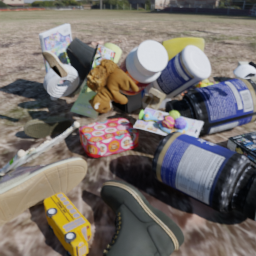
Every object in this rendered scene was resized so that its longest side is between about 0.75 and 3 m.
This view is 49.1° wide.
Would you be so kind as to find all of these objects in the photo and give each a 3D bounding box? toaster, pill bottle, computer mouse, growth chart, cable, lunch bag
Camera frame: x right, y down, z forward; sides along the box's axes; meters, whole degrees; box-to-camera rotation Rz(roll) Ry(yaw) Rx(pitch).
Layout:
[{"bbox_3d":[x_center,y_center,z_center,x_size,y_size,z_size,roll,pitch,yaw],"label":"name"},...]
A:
[{"bbox_3d":[-0.180,-1.585,12.073,0.918,1.547,1.399,-22,33,-28],"label":"toaster"},{"bbox_3d":[2.003,1.133,6.828,2.622,1.466,1.466,22,34,36],"label":"pill bottle"},{"bbox_3d":[3.492,-1.652,7.968,1.287,0.282,0.705,-18,50,-36],"label":"computer mouse"},{"bbox_3d":[0.400,-2.104,10.103,1.303,1.303,2.378,-11,-6,-21],"label":"pill bottle"},{"bbox_3d":[-2.437,0.583,7.838,1.785,0.219,2.467,-33,1,36],"label":"growth chart"},{"bbox_3d":[2.904,-0.659,9.819,2.991,1.673,1.673,-14,29,-6],"label":"pill bottle"},{"bbox_3d":[-2.686,-1.865,11.285,1.439,1.439,0.498,-28,64,-4],"label":"cable"},{"bbox_3d":[1.795,-1.921,10.676,1.336,1.336,2.405,-28,-3,-42],"label":"pill bottle"},{"bbox_3d":[-0.703,0.223,9.381,1.824,0.747,1.606,-12,30,-22],"label":"lunch bag"}]

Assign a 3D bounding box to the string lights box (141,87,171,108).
[{"bbox_3d":[1.181,-1.953,12.822,1.193,0.685,2.322,-1,49,-3],"label":"string lights box"}]

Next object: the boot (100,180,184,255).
[{"bbox_3d":[-0.211,2.060,5.797,1.564,0.876,2.261,-29,38,-35],"label":"boot"}]

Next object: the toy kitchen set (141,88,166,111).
[{"bbox_3d":[0.748,-1.024,10.239,0.738,0.904,0.816,34,12,21],"label":"toy kitchen set"}]

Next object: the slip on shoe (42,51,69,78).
[{"bbox_3d":[-2.310,-1.958,8.693,0.395,1.038,0.315,-34,12,46],"label":"slip on shoe"}]

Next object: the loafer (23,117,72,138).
[{"bbox_3d":[-2.927,-0.059,10.134,1.717,0.653,0.579,-6,25,-33],"label":"loafer"}]

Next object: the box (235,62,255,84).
[{"bbox_3d":[6.320,-2.588,14.520,0.910,1.094,2.662,5,29,7],"label":"box"}]

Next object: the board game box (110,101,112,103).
[{"bbox_3d":[-1.031,-1.005,11.737,0.892,0.275,0.892,-33,16,28],"label":"board game box"}]

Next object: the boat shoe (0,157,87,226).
[{"bbox_3d":[-2.438,1.374,6.846,2.981,1.072,0.966,-26,41,-31],"label":"boat shoe"}]

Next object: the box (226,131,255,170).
[{"bbox_3d":[4.407,0.637,8.909,1.922,0.442,1.527,-11,29,-20],"label":"box"}]

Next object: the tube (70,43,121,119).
[{"bbox_3d":[-1.056,-1.701,10.089,0.731,2.818,0.817,29,-15,-26],"label":"tube"}]

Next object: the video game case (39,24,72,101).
[{"bbox_3d":[-3.072,-2.987,12.708,0.262,2.909,2.083,10,34,19],"label":"video game case"}]

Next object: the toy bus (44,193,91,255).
[{"bbox_3d":[-1.305,2.084,6.028,0.627,0.521,1.601,-19,32,-34],"label":"toy bus"}]

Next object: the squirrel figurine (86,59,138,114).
[{"bbox_3d":[-0.699,-1.217,8.458,1.433,1.535,1.086,-43,35,2],"label":"squirrel figurine"}]

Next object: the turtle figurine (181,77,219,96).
[{"bbox_3d":[3.466,-2.222,13.903,2.664,0.858,2.148,-3,21,7],"label":"turtle figurine"}]

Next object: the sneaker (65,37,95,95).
[{"bbox_3d":[-2.272,-2.782,12.742,1.534,2.888,1.080,37,46,-7],"label":"sneaker"}]

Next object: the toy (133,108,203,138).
[{"bbox_3d":[1.237,-0.227,8.551,1.916,0.452,1.103,13,42,22],"label":"toy"}]

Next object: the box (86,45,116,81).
[{"bbox_3d":[-0.858,-1.926,8.833,0.656,1.192,0.207,16,-1,-33],"label":"box"}]

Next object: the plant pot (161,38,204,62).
[{"bbox_3d":[2.095,-2.946,12.144,1.598,2.251,2.251,15,27,-3],"label":"plant pot"}]
